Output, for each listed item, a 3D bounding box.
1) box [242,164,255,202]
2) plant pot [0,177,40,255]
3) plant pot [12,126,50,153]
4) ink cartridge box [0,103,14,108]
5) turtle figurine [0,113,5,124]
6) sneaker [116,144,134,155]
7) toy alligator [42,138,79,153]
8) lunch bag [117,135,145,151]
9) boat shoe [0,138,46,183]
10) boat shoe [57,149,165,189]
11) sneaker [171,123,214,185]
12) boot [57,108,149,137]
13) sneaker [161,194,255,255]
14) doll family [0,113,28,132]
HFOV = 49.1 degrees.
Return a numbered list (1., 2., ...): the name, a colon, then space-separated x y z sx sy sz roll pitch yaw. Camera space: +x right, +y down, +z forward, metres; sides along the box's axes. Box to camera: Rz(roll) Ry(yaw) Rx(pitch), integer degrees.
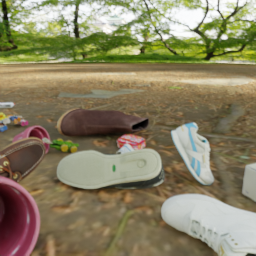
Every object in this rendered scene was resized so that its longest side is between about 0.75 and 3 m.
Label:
1. box: 3.476 1.107 6.241 1.829 0.752 0.625 -9 20 -23
2. plant pot: -2.270 1.424 4.304 1.483 1.483 1.327 -12 6 -33
3. plant pot: -2.933 0.437 8.314 0.808 0.902 0.902 -9 12 26
4. ink cartridge box: -6.391 -1.247 14.653 0.726 0.255 0.893 -3 22 -8
5. turtle figurine: -5.450 -0.224 10.570 2.179 0.702 1.757 3 12 11
6. sneaker: 0.062 0.856 7.764 0.499 0.432 1.152 -30 29 -21
7. toy alligator: -2.029 0.545 8.348 1.313 0.316 0.435 16 19 -46
8. lunch bag: 0.067 0.505 8.890 0.820 0.336 0.722 12 26 34
9. boat shoe: -2.677 0.997 5.792 2.246 0.791 0.790 -36 20 -19
10. boat shoe: -0.440 1.062 6.557 2.588 0.929 0.875 -4 -28 17
11. sneaker: 1.631 0.639 6.477 0.647 1.603 0.613 -29 16 16
12. boot: -0.803 -0.185 9.605 2.205 0.959 2.651 6 12 36
13. sneaker: 1.380 1.675 4.447 1.916 0.706 1.107 7 16 18
14. doll family: -4.607 -0.313 10.888 1.331 0.600 0.826 -17 19 -41
